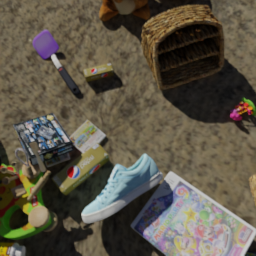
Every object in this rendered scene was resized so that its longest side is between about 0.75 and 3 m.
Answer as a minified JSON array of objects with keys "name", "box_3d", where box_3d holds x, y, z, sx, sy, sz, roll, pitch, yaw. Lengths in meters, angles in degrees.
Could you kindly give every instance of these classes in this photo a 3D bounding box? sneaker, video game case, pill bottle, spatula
[{"name":"sneaker","box_3d":[-0.320,1.709,8.345,2.710,1.002,1.110,-30,92,-20]},{"name":"video game case","box_3d":[-1.404,0.344,9.544,0.888,0.112,0.975,39,73,15]},{"name":"pill bottle","box_3d":[-3.468,3.549,7.938,0.988,0.540,0.540,1,67,0]},{"name":"video game case","box_3d":[-2.435,0.783,9.341,0.791,0.100,0.870,-19,68,-8]},{"name":"spatula","box_3d":[-2.657,-2.395,10.554,0.845,0.307,2.991,-35,73,4]},{"name":"video game case","box_3d":[1.868,2.945,8.169,2.964,0.267,2.123,33,71,20]}]

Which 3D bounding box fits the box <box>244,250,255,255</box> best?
[{"name":"box","box_3d":[3.312,3.904,7.936,1.523,0.264,0.838,10,67,5]}]

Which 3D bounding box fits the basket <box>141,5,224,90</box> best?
[{"name":"basket","box_3d":[2.028,-2.919,9.943,2.702,1.929,2.013,-17,67,-7]}]

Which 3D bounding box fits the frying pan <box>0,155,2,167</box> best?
[{"name":"frying pan","box_3d":[-4.769,1.234,8.574,1.564,2.586,0.421,21,28,-15]}]

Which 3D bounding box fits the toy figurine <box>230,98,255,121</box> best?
[{"name":"toy figurine","box_3d":[3.889,-0.593,9.755,0.757,0.617,0.822,-27,45,2]}]

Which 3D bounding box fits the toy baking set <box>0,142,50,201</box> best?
[{"name":"toy baking set","box_3d":[-2.884,1.270,7.951,1.254,0.190,1.634,41,92,-8]}]

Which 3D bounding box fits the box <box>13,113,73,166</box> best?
[{"name":"box","box_3d":[-2.721,0.300,8.926,1.359,0.393,1.710,-21,47,-26]}]

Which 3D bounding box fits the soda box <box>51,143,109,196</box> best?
[{"name":"soda box","box_3d":[-1.473,1.298,8.858,1.810,0.613,0.579,-38,72,-15]}]

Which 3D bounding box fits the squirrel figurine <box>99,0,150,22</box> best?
[{"name":"squirrel figurine","box_3d":[-0.076,-6.067,10.826,2.094,2.762,2.959,3,67,1]}]

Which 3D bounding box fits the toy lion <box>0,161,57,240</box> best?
[{"name":"toy lion","box_3d":[-3.507,2.158,8.377,2.321,0.831,2.422,-21,60,-2]}]

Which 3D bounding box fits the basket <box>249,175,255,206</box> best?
[{"name":"basket","box_3d":[4.843,1.884,8.137,1.995,1.486,1.424,-4,68,-3]}]

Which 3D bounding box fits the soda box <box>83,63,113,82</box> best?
[{"name":"soda box","box_3d":[-1.103,-2.055,10.425,1.073,0.364,0.344,-15,68,-7]}]
